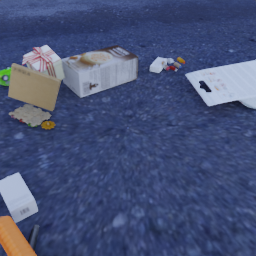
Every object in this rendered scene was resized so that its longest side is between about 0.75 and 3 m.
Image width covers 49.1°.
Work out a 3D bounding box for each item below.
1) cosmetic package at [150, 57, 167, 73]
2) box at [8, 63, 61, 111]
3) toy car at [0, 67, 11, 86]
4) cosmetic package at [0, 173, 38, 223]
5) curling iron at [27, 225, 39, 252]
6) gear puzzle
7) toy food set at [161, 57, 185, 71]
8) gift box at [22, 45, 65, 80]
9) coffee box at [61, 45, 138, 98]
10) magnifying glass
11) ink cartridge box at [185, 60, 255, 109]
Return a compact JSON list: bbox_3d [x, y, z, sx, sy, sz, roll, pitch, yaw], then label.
[{"bbox_3d":[1.251,-2.585,11.503,0.405,0.248,0.980,15,39,20],"label":"cosmetic package"},{"bbox_3d":[-2.779,-1.166,8.259,1.388,1.134,0.148,18,37,-10],"label":"box"},{"bbox_3d":[-4.824,-1.552,9.881,2.467,0.550,2.321,29,45,32],"label":"toy car"},{"bbox_3d":[-2.361,1.453,5.955,0.515,0.406,0.957,-24,42,-27],"label":"cosmetic package"},{"bbox_3d":[-1.705,2.438,4.740,0.445,0.230,1.796,-34,30,16],"label":"curling iron"},{"bbox_3d":[-2.802,-0.280,8.497,1.524,0.200,0.789,23,40,23],"label":"gear puzzle"},{"bbox_3d":[1.819,-2.535,11.275,0.913,0.436,0.411,-15,39,-24],"label":"toy food set"},{"bbox_3d":[-2.790,-1.984,9.197,1.098,1.025,1.013,-39,64,-25],"label":"gift box"},{"bbox_3d":[-1.021,-2.140,10.278,2.452,0.977,1.402,-24,44,-29],"label":"coffee box"},{"bbox_3d":[-1.393,2.406,4.399,2.898,0.325,1.154,32,22,36],"label":"magnifying glass"},{"bbox_3d":[3.697,-1.371,9.705,2.823,0.708,2.289,-13,38,-2],"label":"ink cartridge box"}]
